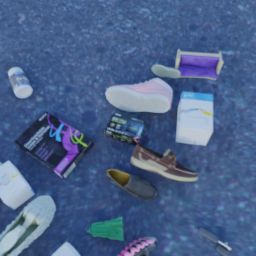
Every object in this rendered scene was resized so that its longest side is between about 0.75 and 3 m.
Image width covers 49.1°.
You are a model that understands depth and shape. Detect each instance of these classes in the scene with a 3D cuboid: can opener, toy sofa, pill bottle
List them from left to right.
[{"bbox_3d":[-4.566,-1.918,11.782,0.711,0.711,1.250,-25,62,-14],"label":"pill bottle"},{"bbox_3d":[3.056,-2.765,12.228,1.970,0.816,0.961,5,58,3],"label":"toy sofa"},{"bbox_3d":[2.685,3.532,8.751,1.096,0.289,0.364,33,70,19],"label":"can opener"}]

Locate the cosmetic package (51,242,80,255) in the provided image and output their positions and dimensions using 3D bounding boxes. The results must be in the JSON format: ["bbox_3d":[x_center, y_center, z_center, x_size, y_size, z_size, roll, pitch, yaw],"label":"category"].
[{"bbox_3d":[-2.255,4.329,7.818,2.174,1.105,0.805,-39,67,-19],"label":"cosmetic package"}]

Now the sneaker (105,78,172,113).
[{"bbox_3d":[0.526,-1.392,11.382,2.679,1.008,1.401,9,41,17],"label":"sneaker"}]

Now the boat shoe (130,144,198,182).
[{"bbox_3d":[1.305,1.156,9.619,2.385,0.860,0.858,18,99,6],"label":"boat shoe"}]

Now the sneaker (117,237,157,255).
[{"bbox_3d":[0.095,4.127,8.222,2.161,0.854,1.031,-34,83,-16],"label":"sneaker"}]

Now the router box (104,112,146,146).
[{"bbox_3d":[-0.097,0.027,10.691,1.357,0.421,1.017,17,50,9],"label":"router box"}]

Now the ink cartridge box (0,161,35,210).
[{"bbox_3d":[-3.972,1.864,9.412,0.861,0.884,1.375,-38,65,-20],"label":"ink cartridge box"}]

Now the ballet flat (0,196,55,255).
[{"bbox_3d":[-3.076,3.003,8.331,0.977,0.977,2.724,24,45,14],"label":"ballet flat"}]

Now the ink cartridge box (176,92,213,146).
[{"bbox_3d":[2.482,-0.337,10.552,1.171,1.176,1.603,7,59,4],"label":"ink cartridge box"}]

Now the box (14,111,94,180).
[{"bbox_3d":[-2.742,0.566,10.401,2.413,0.436,1.725,29,62,18],"label":"box"}]

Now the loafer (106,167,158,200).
[{"bbox_3d":[0.074,1.895,9.423,1.913,0.692,0.696,20,80,15],"label":"loafer"}]

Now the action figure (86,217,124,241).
[{"bbox_3d":[-0.742,3.228,8.892,1.198,0.327,0.707,-6,71,7],"label":"action figure"}]

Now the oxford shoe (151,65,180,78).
[{"bbox_3d":[1.642,-2.441,12.142,1.283,0.482,0.370,16,28,16],"label":"oxford shoe"}]
